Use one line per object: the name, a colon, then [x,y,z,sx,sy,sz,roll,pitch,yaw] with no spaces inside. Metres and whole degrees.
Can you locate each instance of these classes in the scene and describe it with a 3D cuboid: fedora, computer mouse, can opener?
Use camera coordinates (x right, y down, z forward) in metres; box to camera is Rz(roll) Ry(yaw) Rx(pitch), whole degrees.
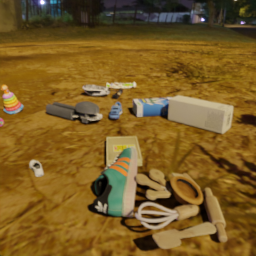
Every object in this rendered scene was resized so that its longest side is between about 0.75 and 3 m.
fedora: [1.324,1.531,6.606,0.874,0.357,0.874,21,30,-13]
computer mouse: [-1.489,-2.049,16.131,2.292,0.503,1.257,8,28,4]
can opener: [-2.460,-0.893,12.595,2.998,1.002,0.800,14,26,29]

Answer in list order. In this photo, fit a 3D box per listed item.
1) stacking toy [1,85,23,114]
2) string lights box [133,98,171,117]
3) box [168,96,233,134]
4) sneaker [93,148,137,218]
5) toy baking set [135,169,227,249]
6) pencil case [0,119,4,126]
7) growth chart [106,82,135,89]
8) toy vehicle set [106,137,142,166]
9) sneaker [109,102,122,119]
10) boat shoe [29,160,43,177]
stacking toy: [-5.623,-1.406,13.251,0.756,1.377,0.799,21,46,34]
string lights box: [1.297,-0.995,13.366,2.020,0.595,1.038,-4,23,-10]
box: [3.004,-0.612,11.898,2.572,1.057,0.879,19,29,36]
sneaker: [-0.309,1.273,7.458,1.051,0.939,2.632,5,24,1]
toy baking set: [1.164,1.817,6.316,2.141,0.325,2.790,15,23,-6]
pencil case: [-5.714,-0.344,12.076,0.886,0.392,0.392,24,33,39]
growth chart: [-0.467,-2.770,18.236,2.054,0.182,1.486,-2,22,-7]
toy vehicle set: [-0.176,0.775,9.573,1.118,0.239,1.800,-1,23,-3]
sneaker: [-0.594,-0.775,12.930,0.490,0.545,1.326,5,24,6]
boat shoe: [-2.803,1.160,8.574,0.335,0.298,0.911,-15,27,-32]
